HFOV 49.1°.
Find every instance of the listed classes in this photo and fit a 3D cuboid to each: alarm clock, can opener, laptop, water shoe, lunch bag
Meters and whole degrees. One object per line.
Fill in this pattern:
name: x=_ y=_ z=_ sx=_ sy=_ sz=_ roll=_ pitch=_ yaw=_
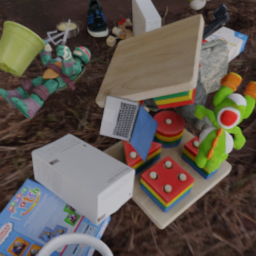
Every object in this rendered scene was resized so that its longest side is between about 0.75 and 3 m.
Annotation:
alarm clock: x=-2.851 y=-4.861 z=13.746 sx=1.055 sy=0.520 sz=1.564 roll=26 pitch=55 yaw=22
can opener: x=2.790 y=-3.405 z=9.446 sx=0.608 sy=0.490 sz=1.547 roll=43 pitch=93 yaw=-7
laptop: x=-0.034 y=0.020 z=5.213 sx=0.989 sy=0.926 sz=0.573 roll=13 pitch=35 yaw=-3
water shoe: x=-1.653 y=-5.509 z=13.965 sx=0.954 sy=1.053 sz=2.668 roll=-12 pitch=49 yaw=-10
lunch bag: x=2.635 y=-2.278 z=10.512 sx=2.157 sy=1.809 sz=1.503 roll=-20 pitch=51 yaw=-17

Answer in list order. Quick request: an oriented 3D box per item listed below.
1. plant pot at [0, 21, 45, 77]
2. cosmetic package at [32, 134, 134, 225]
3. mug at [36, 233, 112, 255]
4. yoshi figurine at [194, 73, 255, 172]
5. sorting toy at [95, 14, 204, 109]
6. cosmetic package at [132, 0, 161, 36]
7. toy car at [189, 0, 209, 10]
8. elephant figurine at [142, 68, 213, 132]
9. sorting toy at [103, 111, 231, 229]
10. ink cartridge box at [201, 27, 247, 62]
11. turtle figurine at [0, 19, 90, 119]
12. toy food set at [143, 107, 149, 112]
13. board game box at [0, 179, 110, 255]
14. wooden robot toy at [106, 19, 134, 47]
plant pot: x=-2.692 y=-1.811 z=6.714 sx=1.054 sy=1.054 sz=0.969 roll=20 pitch=77 yaw=17
cosmetic package: x=-1.214 y=1.239 z=7.397 sx=2.495 sy=1.012 sz=1.408 roll=22 pitch=34 yaw=31
mug: x=-1.196 y=3.417 z=5.097 sx=2.594 sy=2.184 sz=2.958 roll=5 pitch=50 yaw=9
yoshi figurine: x=2.166 y=-0.041 z=6.464 sx=1.240 sy=1.236 sz=2.207 roll=20 pitch=81 yaw=55
sorting toy: x=0.568 y=-1.197 z=5.777 sx=1.992 sy=0.693 sz=1.980 roll=-9 pitch=48 yaw=31
cosmetic package: x=0.754 y=-4.426 z=12.333 sx=0.692 sy=2.019 sz=2.678 roll=-8 pitch=48 yaw=-7
toy car: x=2.114 y=-3.950 z=7.796 sx=0.830 sy=1.107 sz=0.969 roll=-21 pitch=91 yaw=-24
elephant figurine: x=1.735 y=-1.199 z=9.151 sx=2.881 sy=2.235 sz=2.039 roll=13 pitch=8 yaw=31
sorting toy: x=1.066 y=0.833 z=8.226 sx=2.893 sy=1.007 sz=2.875 roll=-31 pitch=55 yaw=-25
ink cartridge box: x=4.070 y=-3.526 z=12.370 sx=1.281 sy=0.741 sz=2.205 roll=35 pitch=57 yaw=28
turtle figurine: x=-1.807 y=-1.476 z=6.929 sx=2.719 sy=1.369 sz=2.036 roll=-49 pitch=30 yaw=-18
toy food set: x=0.267 y=-1.394 z=7.110 sx=1.202 sy=0.298 sz=1.892 roll=16 pitch=64 yaw=-27
board game box: x=-2.026 y=2.558 z=7.024 sx=2.561 sy=0.469 sz=1.937 roll=18 pitch=50 yaw=16
wooden robot toy: x=-0.139 y=-4.496 z=13.269 sx=0.907 sy=0.881 sz=2.000 roll=30 pitch=54 yaw=11
